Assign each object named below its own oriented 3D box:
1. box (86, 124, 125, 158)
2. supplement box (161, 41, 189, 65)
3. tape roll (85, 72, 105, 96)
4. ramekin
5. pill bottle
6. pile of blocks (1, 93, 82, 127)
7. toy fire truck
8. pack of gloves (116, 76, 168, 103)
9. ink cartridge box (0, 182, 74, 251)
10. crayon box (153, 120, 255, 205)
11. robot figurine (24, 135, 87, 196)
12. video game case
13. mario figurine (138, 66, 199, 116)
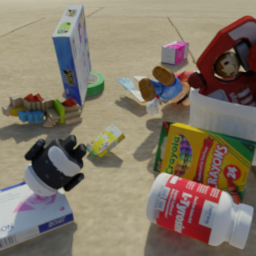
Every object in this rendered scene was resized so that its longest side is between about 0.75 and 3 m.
[{"bbox_3d":[-0.663,0.410,7.969,1.060,0.256,0.622,-39,46,-14],"label":"box"},{"bbox_3d":[2.565,-4.106,15.280,0.858,0.877,1.696,18,34,29],"label":"supplement box"},{"bbox_3d":[-1.842,-1.899,11.942,1.668,0.401,1.668,0,34,0],"label":"tape roll"},{"bbox_3d":[3.037,-0.166,7.620,2.898,1.521,2.898,5,20,-2],"label":"ramekin"},{"bbox_3d":[1.375,1.634,5.497,1.854,1.041,1.041,14,34,23],"label":"pill bottle"},{"bbox_3d":[-2.844,-0.677,9.271,2.637,0.819,1.082,0,37,-11],"label":"pile of blocks"},{"bbox_3d":[2.860,-1.235,7.206,2.310,2.751,1.543,-29,29,16],"label":"toy fire truck"},{"bbox_3d":[0.567,-1.457,11.296,1.715,0.403,2.041,-6,39,-36],"label":"pack of gloves"},{"bbox_3d":[-2.319,1.652,6.127,1.771,0.391,1.804,-16,36,-25],"label":"ink cartridge box"},{"bbox_3d":[1.631,0.756,6.525,2.259,1.434,0.574,14,11,26],"label":"crayon box"},{"bbox_3d":[-1.535,0.796,5.990,1.422,0.887,1.069,-44,70,1],"label":"robot figurine"},{"bbox_3d":[-1.939,-2.625,10.220,0.630,2.773,2.513,1,44,3],"label":"video game case"},{"bbox_3d":[1.669,-1.225,9.671,1.840,1.580,2.982,1,2,32],"label":"mario figurine"}]
